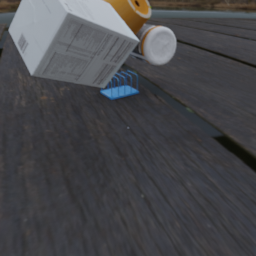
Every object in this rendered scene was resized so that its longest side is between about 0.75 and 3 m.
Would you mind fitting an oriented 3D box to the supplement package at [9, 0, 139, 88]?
[{"bbox_3d":[-1.202,-2.074,6.321,2.065,1.556,1.567,1,48,-50],"label":"supplement package"}]

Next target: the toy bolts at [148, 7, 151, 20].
[{"bbox_3d":[0.459,-4.965,11.138,0.782,1.128,1.077,15,25,14],"label":"toy bolts"}]

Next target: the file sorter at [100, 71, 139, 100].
[{"bbox_3d":[-0.368,-1.864,11.941,1.380,0.846,0.957,-17,33,-29],"label":"file sorter"}]

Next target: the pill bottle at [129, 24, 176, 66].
[{"bbox_3d":[0.674,-3.495,11.478,1.467,1.467,2.521,-15,30,-25],"label":"pill bottle"}]

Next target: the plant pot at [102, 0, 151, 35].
[{"bbox_3d":[-0.259,-3.883,9.840,1.807,1.974,1.974,-26,7,42],"label":"plant pot"}]
